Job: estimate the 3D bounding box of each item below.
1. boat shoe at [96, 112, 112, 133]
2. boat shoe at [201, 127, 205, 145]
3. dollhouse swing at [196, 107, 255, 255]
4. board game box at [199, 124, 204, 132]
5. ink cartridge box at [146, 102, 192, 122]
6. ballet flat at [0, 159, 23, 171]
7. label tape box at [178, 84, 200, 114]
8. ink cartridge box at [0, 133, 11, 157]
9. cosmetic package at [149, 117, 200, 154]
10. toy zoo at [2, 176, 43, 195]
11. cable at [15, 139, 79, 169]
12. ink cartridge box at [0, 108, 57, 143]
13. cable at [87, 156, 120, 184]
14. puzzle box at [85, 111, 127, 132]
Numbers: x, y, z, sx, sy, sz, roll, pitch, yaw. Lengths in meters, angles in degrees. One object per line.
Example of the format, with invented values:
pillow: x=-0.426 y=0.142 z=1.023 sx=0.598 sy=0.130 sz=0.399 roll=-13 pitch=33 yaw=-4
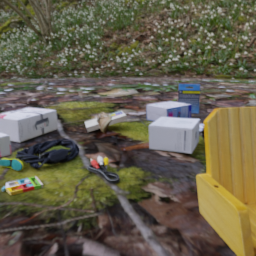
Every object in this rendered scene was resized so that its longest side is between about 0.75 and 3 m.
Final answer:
boat shoe: x=-1.111 y=-0.275 z=12.312 sx=0.606 sy=0.669 sz=1.878 roll=28 pitch=9 yaw=-7
boat shoe: x=3.614 y=0.252 z=12.393 sx=0.762 sy=0.933 sz=2.526 roll=6 pitch=23 yaw=5
dollhouse swing: x=3.312 y=0.965 z=6.252 sx=2.893 sy=2.544 sz=2.629 roll=-2 pitch=14 yaw=-12
board game box: x=4.078 y=-0.080 z=15.000 sx=1.465 sy=0.190 sz=1.465 roll=1 pitch=14 yaw=3
ink cartridge box: x=2.608 y=-0.980 z=16.884 sx=2.562 sy=0.978 sz=1.748 roll=-14 pitch=20 yaw=-38
ballet flat: x=-3.918 y=1.229 z=9.632 sx=1.133 sy=0.379 sz=0.380 roll=6 pitch=1 yaw=27
label tape box: x=4.087 y=-1.991 z=18.845 sx=1.416 sy=1.964 sz=0.622 roll=4 pitch=15 yaw=13
ink cartridge box: x=-5.130 y=0.621 z=11.017 sx=1.110 sy=0.808 sz=0.471 roll=11 pitch=18 yaw=37
cosmetic package: x=1.978 y=0.260 z=11.833 sx=1.779 sy=1.094 sz=1.773 roll=6 pitch=16 yaw=22
toy zoo: x=-3.131 y=1.704 z=8.219 sx=1.065 sy=0.109 sz=0.698 roll=-9 pitch=18 yaw=-33
cable: x=-2.977 y=0.933 z=10.560 sx=1.910 sy=0.595 sz=2.341 roll=3 pitch=16 yaw=31
ink cartridge box: x=-5.037 y=-0.224 z=13.726 sx=1.908 sy=1.111 sz=2.620 roll=7 pitch=14 yaw=24
cable: x=-0.839 y=1.333 z=9.069 sx=0.783 sy=0.406 sz=1.613 roll=-8 pitch=17 yaw=-21
puzzle box: x=-1.193 y=-0.363 z=14.736 sx=2.146 sy=0.273 sz=1.428 roll=-17 pitch=16 yaw=-7
